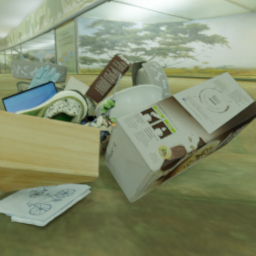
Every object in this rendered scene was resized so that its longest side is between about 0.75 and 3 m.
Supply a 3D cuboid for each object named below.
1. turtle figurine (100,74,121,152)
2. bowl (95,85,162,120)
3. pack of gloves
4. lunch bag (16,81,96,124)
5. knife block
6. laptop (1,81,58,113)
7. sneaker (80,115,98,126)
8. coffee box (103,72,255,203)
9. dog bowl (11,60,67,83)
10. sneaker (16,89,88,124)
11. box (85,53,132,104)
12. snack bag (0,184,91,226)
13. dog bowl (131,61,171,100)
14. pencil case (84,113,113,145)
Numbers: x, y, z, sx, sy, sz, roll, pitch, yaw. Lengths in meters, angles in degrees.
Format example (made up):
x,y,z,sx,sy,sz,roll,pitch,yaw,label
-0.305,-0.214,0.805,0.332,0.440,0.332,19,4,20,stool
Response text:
x,y,z,sx,sy,sz,roll,pitch,yaw,label
0.156,-0.134,6.668,2.177,1.566,2.111,-36,37,-2,turtle figurine
0.169,-0.339,8.362,2.145,0.964,2.145,-18,-17,-6,bowl
-2.504,-0.957,9.222,1.653,1.967,0.388,28,9,-26,pack of gloves
-2.598,-0.988,10.681,2.724,1.601,2.234,7,10,-4,lunch bag
-2.090,0.227,4.135,2.744,0.878,2.408,-10,-26,18,knife block
-2.649,-0.527,7.800,1.634,0.952,1.844,-23,20,-10,laptop
-1.027,-0.159,9.081,0.570,0.634,1.627,-3,13,19,sneaker
0.894,0.126,4.734,2.365,1.337,0.944,-25,67,-26,coffee box
-3.409,-2.139,10.828,2.206,0.647,2.206,6,7,-1,dog bowl
-2.044,0.029,6.243,2.487,0.956,1.102,-32,24,5,sneaker
-0.736,-1.904,10.780,0.727,1.939,0.971,43,17,-4,box
-1.479,1.210,4.697,1.301,0.139,1.227,0,13,27,snack bag
0.839,-1.346,10.390,0.719,2.453,2.453,-14,17,-12,dog bowl
-1.095,0.281,6.339,1.600,0.623,0.716,-27,-28,2,pencil case
